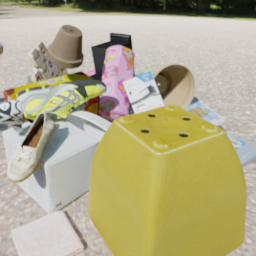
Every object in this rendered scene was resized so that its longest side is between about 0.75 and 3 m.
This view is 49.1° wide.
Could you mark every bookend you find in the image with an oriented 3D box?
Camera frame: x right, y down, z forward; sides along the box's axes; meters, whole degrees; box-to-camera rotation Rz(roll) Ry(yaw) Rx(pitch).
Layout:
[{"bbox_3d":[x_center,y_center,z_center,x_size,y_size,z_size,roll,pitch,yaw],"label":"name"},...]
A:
[{"bbox_3d":[-1.158,-2.257,12.061,2.891,2.873,1.332,-32,38,-34],"label":"bookend"}]

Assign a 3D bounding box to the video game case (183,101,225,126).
[{"bbox_3d":[2.500,-0.307,11.081,1.824,0.221,2.004,-25,28,-3],"label":"video game case"}]

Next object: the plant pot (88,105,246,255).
[{"bbox_3d":[0.809,1.154,6.199,2.811,2.875,2.792,-15,31,-27],"label":"plant pot"}]

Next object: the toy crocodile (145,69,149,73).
[{"bbox_3d":[0.939,-2.455,13.614,0.302,0.895,0.276,11,37,11],"label":"toy crocodile"}]

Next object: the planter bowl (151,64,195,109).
[{"bbox_3d":[1.639,-1.823,12.618,2.277,2.277,1.533,-11,23,-19],"label":"planter bowl"}]

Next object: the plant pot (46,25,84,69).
[{"bbox_3d":[-1.796,-2.467,8.306,1.121,0.978,1.121,14,42,-13],"label":"plant pot"}]

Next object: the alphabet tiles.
[{"bbox_3d":[-2.954,-1.877,11.268,0.217,2.975,2.910,-17,34,15],"label":"alphabet tiles"}]

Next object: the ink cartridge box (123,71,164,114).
[{"bbox_3d":[0.533,-0.978,9.007,0.976,1.349,0.568,-22,-10,5],"label":"ink cartridge box"}]

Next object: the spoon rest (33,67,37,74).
[{"bbox_3d":[-3.801,-2.459,12.494,0.651,1.066,2.146,4,-10,-10],"label":"spoon rest"}]

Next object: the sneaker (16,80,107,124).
[{"bbox_3d":[-1.766,-0.777,7.892,2.511,0.959,0.947,-15,6,-23],"label":"sneaker"}]

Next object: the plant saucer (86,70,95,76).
[{"bbox_3d":[-2.245,-3.212,17.012,0.757,0.192,0.757,-13,51,17],"label":"plant saucer"}]

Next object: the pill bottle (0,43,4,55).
[{"bbox_3d":[-6.213,-3.472,12.374,0.687,0.687,1.318,9,23,16],"label":"pill bottle"}]

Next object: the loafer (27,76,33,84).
[{"bbox_3d":[-4.152,-1.874,12.181,0.616,0.570,1.638,21,7,-26],"label":"loafer"}]

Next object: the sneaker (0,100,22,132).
[{"bbox_3d":[-2.917,-0.259,6.597,0.806,0.495,1.239,1,-17,-20],"label":"sneaker"}]

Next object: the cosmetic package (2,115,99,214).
[{"bbox_3d":[-2.101,0.892,7.732,1.993,1.668,1.657,29,38,31],"label":"cosmetic package"}]

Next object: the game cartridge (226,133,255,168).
[{"bbox_3d":[3.419,0.656,9.845,1.337,0.406,2.005,-17,32,-34],"label":"game cartridge"}]

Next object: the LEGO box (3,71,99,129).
[{"bbox_3d":[-2.461,-0.454,9.363,2.860,2.130,1.104,-25,50,-37],"label":"LEGO box"}]

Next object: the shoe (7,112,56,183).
[{"bbox_3d":[-2.207,0.385,6.315,0.634,0.484,1.814,9,49,10],"label":"shoe"}]

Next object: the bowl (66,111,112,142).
[{"bbox_3d":[-0.893,0.510,8.153,1.978,1.975,0.738,25,37,33],"label":"bowl"}]

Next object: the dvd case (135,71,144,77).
[{"bbox_3d":[-0.380,-3.179,17.111,2.830,0.311,2.066,21,34,36],"label":"dvd case"}]

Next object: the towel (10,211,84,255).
[{"bbox_3d":[-1.862,2.571,6.394,1.301,0.220,1.362,-17,33,-28],"label":"towel"}]

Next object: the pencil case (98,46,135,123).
[{"bbox_3d":[-0.396,-1.517,9.918,1.176,2.689,1.176,4,-15,1],"label":"pencil case"}]
